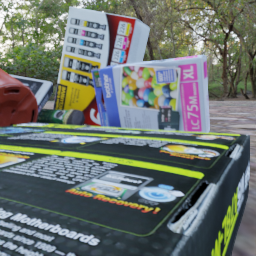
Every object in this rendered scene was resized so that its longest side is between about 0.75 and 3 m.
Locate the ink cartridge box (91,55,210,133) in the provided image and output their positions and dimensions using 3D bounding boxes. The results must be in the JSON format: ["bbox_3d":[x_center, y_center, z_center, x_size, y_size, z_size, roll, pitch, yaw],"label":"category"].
[{"bbox_3d":[0.367,-0.623,6.133,2.659,1.586,0.558,0,19,25],"label":"ink cartridge box"}]

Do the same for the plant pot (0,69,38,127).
[{"bbox_3d":[-2.441,-0.416,4.515,1.586,1.631,1.631,26,17,24],"label":"plant pot"}]

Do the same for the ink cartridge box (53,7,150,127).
[{"bbox_3d":[-1.021,-1.600,7.577,2.471,2.815,1.180,17,14,18],"label":"ink cartridge box"}]

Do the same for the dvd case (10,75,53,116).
[{"bbox_3d":[-3.248,-0.612,6.167,2.629,0.325,1.975,9,40,2],"label":"dvd case"}]

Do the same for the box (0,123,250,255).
[{"bbox_3d":[-0.739,0.411,2.004,2.815,0.669,2.719,3,5,27],"label":"box"}]

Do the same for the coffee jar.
[{"bbox_3d":[-1.686,-0.153,6.865,1.193,0.509,0.622,2,42,18],"label":"coffee jar"}]
